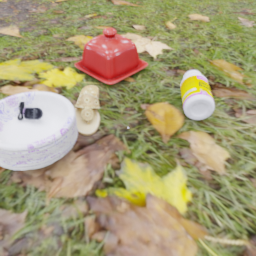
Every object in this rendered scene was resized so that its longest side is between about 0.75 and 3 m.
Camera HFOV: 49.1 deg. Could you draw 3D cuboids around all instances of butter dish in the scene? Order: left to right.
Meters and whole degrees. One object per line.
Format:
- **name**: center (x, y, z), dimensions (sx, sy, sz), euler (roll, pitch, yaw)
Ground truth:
- **butter dish**: center (-0.833, -3.653, 13.230), dimensions (2.797, 2.073, 2.805), euler (32, 50, 33)

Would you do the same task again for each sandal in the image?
- **sandal**: center (-1.652, -1.054, 11.019), dimensions (1.104, 0.990, 3.010), euler (-1, 41, -1)

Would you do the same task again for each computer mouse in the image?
- **computer mouse**: center (-3.240, -0.511, 9.416), dimensions (0.946, 0.655, 0.249), euler (9, 0, 15)

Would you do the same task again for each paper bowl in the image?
- **paper bowl**: center (-3.113, 0.182, 9.159), dimensions (2.919, 1.518, 2.919), euler (0, 39, 0)

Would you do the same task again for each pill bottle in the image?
- **pill bottle**: center (2.701, -1.402, 11.212), dimensions (1.148, 1.148, 2.202), euler (2, 42, 2)
